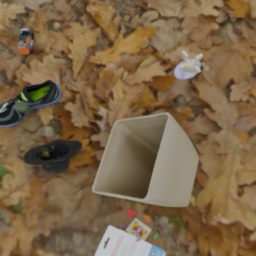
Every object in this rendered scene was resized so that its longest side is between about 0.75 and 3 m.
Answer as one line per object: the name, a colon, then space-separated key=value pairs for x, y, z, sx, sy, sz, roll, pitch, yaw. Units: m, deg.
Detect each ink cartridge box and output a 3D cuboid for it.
ink cartridge box: x=0.059 y=3.681 z=8.094 sx=1.782 sy=0.605 sz=1.026 roll=17 pitch=66 yaw=25

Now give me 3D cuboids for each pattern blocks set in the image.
pattern blocks set: x=0.343 y=3.389 z=9.266 sx=1.257 sy=0.102 sz=1.105 roll=25 pitch=74 yaw=8

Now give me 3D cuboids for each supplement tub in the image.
supplement tub: x=-4.136 y=-3.472 z=11.300 sx=0.564 sy=0.564 sz=0.920 roll=4 pitch=71 yaw=1

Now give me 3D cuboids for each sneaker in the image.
sneaker: x=-3.807 y=-0.993 z=10.174 sx=2.730 sy=1.131 sz=0.968 roll=-29 pitch=72 yaw=-9

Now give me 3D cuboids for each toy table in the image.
toy table: x=2.367 y=-2.413 z=10.895 sx=1.154 sy=0.676 sz=1.061 roll=-43 pitch=77 yaw=-14

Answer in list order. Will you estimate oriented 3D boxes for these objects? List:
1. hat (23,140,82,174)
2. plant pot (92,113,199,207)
hat: x=-2.463 y=1.086 z=9.453 sx=2.010 sy=2.010 sz=0.811 roll=-11 pitch=109 yaw=-4
plant pot: x=0.744 y=1.225 z=8.624 sx=2.171 sy=2.453 sz=2.450 roll=32 pitch=66 yaw=-34
